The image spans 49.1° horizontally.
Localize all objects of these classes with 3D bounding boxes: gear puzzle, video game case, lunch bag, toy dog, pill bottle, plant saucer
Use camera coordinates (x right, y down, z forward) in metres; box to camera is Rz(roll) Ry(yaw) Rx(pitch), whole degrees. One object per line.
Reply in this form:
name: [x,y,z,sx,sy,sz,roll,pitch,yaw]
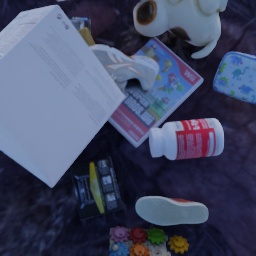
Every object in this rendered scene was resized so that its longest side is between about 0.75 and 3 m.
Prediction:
gear puzzle: [0.540,2.906,6.992,2.027,0.265,1.050,4,33,-4]
video game case: [0.527,-1.127,8.337,2.061,0.251,2.882,44,80,9]
lunch bag: [3.322,-1.441,7.944,1.559,0.643,1.253,22,111,14]
toy dog: [1.413,-3.321,8.347,2.513,1.754,2.437,4,98,2]
pill bottle: [1.514,0.316,7.508,1.817,1.020,1.020,-5,76,-4]
plant saucer: [-1.507,-2.155,8.361,1.241,0.301,1.241,-26,106,-1]

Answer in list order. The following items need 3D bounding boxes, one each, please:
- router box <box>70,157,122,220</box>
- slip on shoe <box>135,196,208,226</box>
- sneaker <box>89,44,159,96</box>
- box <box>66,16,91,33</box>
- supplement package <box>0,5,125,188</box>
router box: [-0.855,1.622,7.586,1.130,0.375,1.437,-13,76,-4]
slip on shoe: [1.096,2.113,7.226,1.894,0.579,0.701,7,88,-11]
sneaker: [-0.346,-1.550,7.782,2.333,0.883,1.073,11,65,4]
box: [-1.909,-2.927,8.748,1.409,0.351,1.111,4,76,0]
supplement package: [-2.168,-0.740,6.572,2.091,2.719,2.844,18,64,47]
